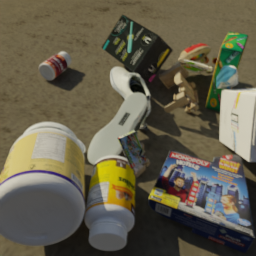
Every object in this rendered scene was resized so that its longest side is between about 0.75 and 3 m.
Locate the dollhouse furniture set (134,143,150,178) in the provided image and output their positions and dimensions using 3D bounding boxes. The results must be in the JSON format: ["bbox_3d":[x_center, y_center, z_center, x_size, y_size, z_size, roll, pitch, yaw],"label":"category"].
[{"bbox_3d":[0.179,1.011,8.378,0.639,0.546,1.233,29,48,30],"label":"dollhouse furniture set"}]

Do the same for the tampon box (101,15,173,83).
[{"bbox_3d":[0.368,-3.382,12.059,2.310,1.731,1.459,43,13,33],"label":"tampon box"}]

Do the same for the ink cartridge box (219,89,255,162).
[{"bbox_3d":[3.931,-0.190,8.056,1.820,1.788,2.473,-1,11,-1],"label":"ink cartridge box"}]

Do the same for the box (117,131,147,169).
[{"bbox_3d":[0.115,0.560,7.143,0.480,0.872,0.151,-26,13,-8],"label":"box"}]

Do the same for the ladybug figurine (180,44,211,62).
[{"bbox_3d":[2.905,-3.264,12.265,1.471,0.999,0.529,-22,75,-1],"label":"ladybug figurine"}]

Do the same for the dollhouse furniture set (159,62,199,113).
[{"bbox_3d":[1.948,-1.309,10.859,1.038,1.215,2.345,-29,32,28],"label":"dollhouse furniture set"}]

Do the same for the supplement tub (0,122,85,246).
[{"bbox_3d":[-2.056,1.211,6.900,1.960,1.960,2.696,-6,30,-6],"label":"supplement tub"}]

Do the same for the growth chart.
[{"bbox_3d":[2.683,-2.539,11.667,1.593,0.195,2.202,15,7,-1],"label":"growth chart"}]

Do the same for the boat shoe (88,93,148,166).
[{"bbox_3d":[-0.185,0.172,8.957,0.988,0.890,2.795,28,69,28],"label":"boat shoe"}]

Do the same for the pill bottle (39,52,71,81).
[{"bbox_3d":[-3.226,-2.801,12.536,0.815,0.815,1.427,17,45,19],"label":"pill bottle"}]

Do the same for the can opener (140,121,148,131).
[{"bbox_3d":[0.289,-0.199,10.022,0.294,0.369,1.102,-40,42,-15],"label":"can opener"}]

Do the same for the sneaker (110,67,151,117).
[{"bbox_3d":[0.156,-1.691,10.903,1.086,1.053,2.975,-10,46,-26],"label":"sneaker"}]

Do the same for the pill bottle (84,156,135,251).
[{"bbox_3d":[-0.420,1.816,6.962,1.181,1.181,2.163,1,41,1],"label":"pill bottle"}]

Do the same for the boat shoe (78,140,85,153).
[{"bbox_3d":[-1.875,0.481,9.039,1.349,0.496,0.441,25,5,23],"label":"boat shoe"}]

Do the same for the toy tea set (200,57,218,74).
[{"bbox_3d":[3.747,-2.752,12.291,1.378,0.820,0.510,20,8,36],"label":"toy tea set"}]

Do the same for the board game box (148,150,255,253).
[{"bbox_3d":[2.127,1.591,7.536,2.506,0.773,2.504,17,43,18],"label":"board game box"}]

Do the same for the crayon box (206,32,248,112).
[{"bbox_3d":[3.612,-2.022,10.347,0.733,2.518,1.495,18,45,18],"label":"crayon box"}]

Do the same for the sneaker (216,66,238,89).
[{"bbox_3d":[3.148,-1.570,8.664,0.556,1.377,0.527,1,85,3],"label":"sneaker"}]
